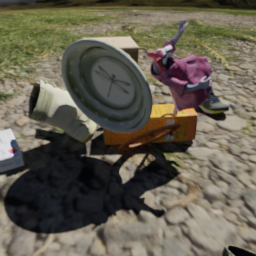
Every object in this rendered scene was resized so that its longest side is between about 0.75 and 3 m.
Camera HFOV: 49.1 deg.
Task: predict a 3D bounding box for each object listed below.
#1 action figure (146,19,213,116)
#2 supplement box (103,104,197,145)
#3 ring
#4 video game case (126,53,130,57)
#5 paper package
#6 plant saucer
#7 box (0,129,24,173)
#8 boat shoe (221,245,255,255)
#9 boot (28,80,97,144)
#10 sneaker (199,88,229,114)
[{"bbox_3d":[1.176,-1.457,7.182,1.851,1.665,2.486,-24,-24,39],"label":"action figure"},{"bbox_3d":[0.636,-0.135,8.842,2.867,0.986,0.954,-5,29,-3],"label":"supplement box"},{"bbox_3d":[0.603,0.319,7.667,1.861,0.179,1.861,-20,-11,-4],"label":"ring"},{"bbox_3d":[0.371,-1.988,11.390,0.252,1.786,1.976,-27,27,10],"label":"video game case"},{"bbox_3d":[-0.998,-3.981,15.276,2.846,1.472,2.713,-4,29,-9],"label":"paper package"},{"bbox_3d":[-0.477,-1.099,7.275,2.739,2.739,0.687,17,46,28],"label":"plant saucer"},{"bbox_3d":[-4.145,0.777,7.734,2.099,0.432,1.637,-17,34,-26],"label":"box"},{"bbox_3d":[2.242,2.403,4.856,1.205,0.360,0.431,14,32,24],"label":"boat shoe"},{"bbox_3d":[-1.894,-0.986,8.640,2.032,0.947,2.628,25,49,-29],"label":"boot"},{"bbox_3d":[3.069,-1.154,10.816,0.753,0.825,2.038,-15,32,-26],"label":"sneaker"}]
